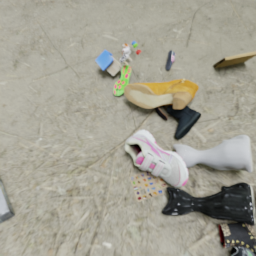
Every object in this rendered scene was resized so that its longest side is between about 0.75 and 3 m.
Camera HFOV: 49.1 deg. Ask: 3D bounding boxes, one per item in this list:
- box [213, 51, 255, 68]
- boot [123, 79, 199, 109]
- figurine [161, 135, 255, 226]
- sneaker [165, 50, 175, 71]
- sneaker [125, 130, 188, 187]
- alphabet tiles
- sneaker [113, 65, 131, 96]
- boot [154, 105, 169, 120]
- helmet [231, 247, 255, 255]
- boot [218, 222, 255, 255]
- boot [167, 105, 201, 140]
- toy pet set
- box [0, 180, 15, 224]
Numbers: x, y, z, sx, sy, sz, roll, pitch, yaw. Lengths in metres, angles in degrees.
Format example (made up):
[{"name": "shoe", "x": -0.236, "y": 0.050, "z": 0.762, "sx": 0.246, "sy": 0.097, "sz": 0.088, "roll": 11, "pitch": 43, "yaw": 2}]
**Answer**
[{"name": "box", "x": 4.788, "y": -3.042, "z": 12.514, "sx": 1.586, "sy": 1.297, "sz": 0.169, "roll": -11, "pitch": 88, "yaw": -6}, {"name": "boot", "x": 1.375, "y": -1.508, "z": 11.382, "sx": 2.696, "sy": 0.949, "sz": 1.930, "roll": 14, "pitch": 33, "yaw": 20}, {"name": "figurine", "x": 2.590, "y": 1.632, "z": 9.234, "sx": 2.784, "sy": 1.228, "sz": 2.853, "roll": -4, "pitch": 52, "yaw": 25}, {"name": "sneaker", "x": 2.009, "y": -3.073, "z": 12.960, "sx": 0.343, "sy": 0.401, "sz": 0.978, "roll": 4, "pitch": 77, "yaw": 50}, {"name": "sneaker", "x": 0.841, "y": 1.156, "z": 9.632, "sx": 2.629, "sy": 1.069, "sz": 1.160, "roll": 37, "pitch": 35, "yaw": 29}, {"name": "alphabet tiles", "x": 0.728, "y": 1.996, "z": 9.874, "sx": 1.165, "sy": 0.044, "sz": 0.974, "roll": -15, "pitch": 58, "yaw": -10}, {"name": "sneaker", "x": -0.204, "y": -2.004, "z": 12.210, "sx": 0.573, "sy": 0.626, "sz": 1.494, "roll": 21, "pitch": 75, "yaw": 7}, {"name": "boot", "x": 1.382, "y": -0.908, "z": 11.509, "sx": 0.649, "sy": 0.500, "sz": 1.340, "roll": -31, "pitch": 60, "yaw": -16}, {"name": "helmet", "x": 3.291, "y": 3.964, "z": 8.047, "sx": 0.960, "sy": 1.007, "sz": 1.007, "roll": -31, "pitch": 61, "yaw": -29}, {"name": "boot", "x": 3.473, "y": 3.562, "z": 8.530, "sx": 1.146, "sy": 0.557, "sz": 1.522, "roll": -2, "pitch": 53, "yaw": -2}, {"name": "boot", "x": 1.988, "y": -0.353, "z": 11.122, "sx": 1.235, "sy": 0.561, "sz": 1.469, "roll": 35, "pitch": 74, "yaw": 31}, {"name": "toy pet set", "x": -0.494, "y": -3.302, "z": 12.343, "sx": 1.770, "sy": 1.007, "sz": 1.896, "roll": -43, "pitch": 24, "yaw": 15}, {"name": "box", "x": -5.238, "y": 2.301, "z": 9.319, "sx": 2.026, "sy": 0.618, "sz": 2.558, "roll": -27, "pitch": 61, "yaw": -16}]
